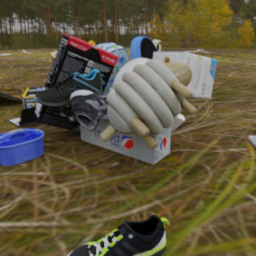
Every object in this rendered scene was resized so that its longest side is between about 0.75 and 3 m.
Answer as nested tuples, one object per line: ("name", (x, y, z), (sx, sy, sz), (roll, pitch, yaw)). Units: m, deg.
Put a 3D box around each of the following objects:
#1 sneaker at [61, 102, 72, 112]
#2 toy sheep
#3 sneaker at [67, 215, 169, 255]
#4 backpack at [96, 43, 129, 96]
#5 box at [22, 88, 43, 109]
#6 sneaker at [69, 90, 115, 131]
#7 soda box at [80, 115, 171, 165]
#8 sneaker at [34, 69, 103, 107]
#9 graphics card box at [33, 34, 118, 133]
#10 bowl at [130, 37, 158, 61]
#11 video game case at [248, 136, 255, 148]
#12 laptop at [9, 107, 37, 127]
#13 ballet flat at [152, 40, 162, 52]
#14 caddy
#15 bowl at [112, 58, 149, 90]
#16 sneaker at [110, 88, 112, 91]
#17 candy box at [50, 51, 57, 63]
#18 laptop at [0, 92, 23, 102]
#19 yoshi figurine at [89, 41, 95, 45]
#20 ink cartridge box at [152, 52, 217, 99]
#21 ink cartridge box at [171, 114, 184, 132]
("sneaker", (-1.493, -0.593, 8.503), (1.358, 0.482, 0.563), (15, 32, 24))
("toy sheep", (0.413, -0.587, 6.688), (2.718, 1.874, 1.874), (-38, 28, -5))
("sneaker", (-0.165, 1.781, 4.473), (1.753, 0.726, 0.629), (-9, 22, -23))
("backpack", (-0.803, -2.358, 12.238), (2.130, 2.611, 2.007), (-21, 8, -35))
("box", (-3.347, -1.453, 13.253), (2.861, 0.706, 2.285), (-4, 16, -12))
("sneaker", (-0.678, -0.446, 7.742), (1.927, 0.727, 1.096), (2, 51, -2))
("soda box", (-0.164, 0.150, 8.547), (2.882, 0.984, 0.914), (14, 26, 34))
("sneaker", (-1.749, -1.222, 8.296), (2.115, 0.866, 0.774), (-18, 39, -31))
("graphics card box", (-1.722, -1.352, 9.203), (1.822, 2.904, 0.739), (14, 17, -36))
("bowl", (0.748, -2.545, 10.674), (0.376, 1.916, 1.916), (-11, 12, 31))
("video game case", (4.606, 0.542, 8.702), (1.333, 0.153, 1.215), (2, 20, 5))
("laptop", (-3.749, -0.599, 10.874), (1.301, 0.806, 1.390), (-18, 27, -41))
("ballet flat", (1.106, -3.209, 12.032), (0.464, 1.487, 0.502), (10, -23, 19))
("caddy", (-3.175, 0.435, 8.041), (1.549, 0.813, 1.095), (-18, 28, -41))
("bowl", (0.527, -1.113, 8.699), (1.927, 1.927, 0.866), (-12, 31, -30))
("sneaker", (0.235, -1.048, 10.203), (1.226, 0.674, 1.674), (-34, 70, -9))
("candy box", (-2.939, -2.751, 13.148), (0.511, 1.056, 1.811), (-32, 52, -23))
("laptop", (-7.092, -1.113, 13.251), (2.785, 1.724, 2.975), (16, -3, 35))
("yoshi figurine", (-2.029, -3.133, 13.154), (1.016, 1.020, 1.814), (-15, -18, -49))
("ink cartridge box", (1.969, -1.885, 10.104), (1.969, 1.445, 1.438), (-2, 14, -43))
("ink cartridge box", (1.111, -0.228, 8.638), (1.004, 0.808, 0.251), (24, 41, -28))
